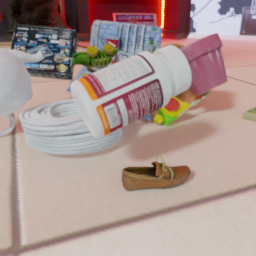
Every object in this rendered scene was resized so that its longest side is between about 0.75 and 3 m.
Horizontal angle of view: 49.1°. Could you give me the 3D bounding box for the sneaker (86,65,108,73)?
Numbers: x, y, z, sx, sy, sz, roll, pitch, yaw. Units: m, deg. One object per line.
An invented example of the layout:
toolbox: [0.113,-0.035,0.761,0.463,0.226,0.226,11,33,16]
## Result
sneaker: [-0.654,-1.378,8.468,1.519,0.807,0.568,24,29,15]

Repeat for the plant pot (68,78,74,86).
plant pot: [-2.383,-1.876,12.698,0.796,0.796,0.565,-17,12,-35]

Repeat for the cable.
cable: [-1.561,-0.129,8.058,2.848,0.986,2.847,7,21,21]

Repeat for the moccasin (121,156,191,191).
moccasin: [0.611,0.965,6.061,1.527,0.589,0.558,-2,23,-5]

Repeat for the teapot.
teapot: [-3.555,-1.127,8.113,1.563,2.140,2.113,23,47,-41]

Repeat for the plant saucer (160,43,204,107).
plant saucer: [1.941,-1.980,10.820,2.595,2.595,0.486,-13,-7,-29]

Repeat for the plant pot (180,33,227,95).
plant pot: [2.528,-2.072,9.574,1.794,1.606,1.794,-25,4,2]

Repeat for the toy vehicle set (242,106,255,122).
toy vehicle set: [5.136,-0.330,9.551,1.973,0.262,1.226,21,31,40]

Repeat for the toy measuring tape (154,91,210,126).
toy measuring tape: [1.729,-0.878,9.520,2.321,0.854,0.854,-33,35,-20]

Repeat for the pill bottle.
pill bottle: [0.083,-0.802,5.824,2.289,1.254,1.254,-26,30,-15]

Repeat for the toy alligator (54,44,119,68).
toy alligator: [-0.876,-1.563,6.418,1.576,0.522,0.379,-16,68,-22]

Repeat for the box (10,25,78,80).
box: [-2.834,-2.532,9.404,2.095,1.665,0.482,5,-14,-1]

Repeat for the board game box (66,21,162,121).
board game box: [-0.511,-1.872,9.125,2.915,2.916,0.899,6,24,3]
